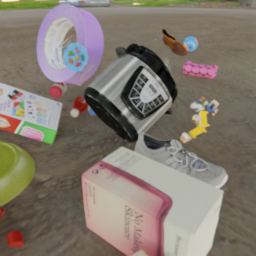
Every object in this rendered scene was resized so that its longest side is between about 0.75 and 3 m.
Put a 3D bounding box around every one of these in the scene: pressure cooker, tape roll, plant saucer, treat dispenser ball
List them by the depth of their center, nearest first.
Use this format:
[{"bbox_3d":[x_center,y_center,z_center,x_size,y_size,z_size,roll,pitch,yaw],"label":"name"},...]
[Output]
[{"bbox_3d":[-3.925,1.081,7.085,2.964,0.460,2.964,0,28,0],"label":"plant saucer"},{"bbox_3d":[0.199,-1.112,8.337,2.234,2.200,2.501,40,77,23],"label":"pressure cooker"},{"bbox_3d":[-1.941,-2.665,9.119,2.402,2.402,0.788,21,15,33],"label":"tape roll"},{"bbox_3d":[4.187,-5.619,18.774,0.952,0.952,0.952,0,29,0],"label":"treat dispenser ball"}]

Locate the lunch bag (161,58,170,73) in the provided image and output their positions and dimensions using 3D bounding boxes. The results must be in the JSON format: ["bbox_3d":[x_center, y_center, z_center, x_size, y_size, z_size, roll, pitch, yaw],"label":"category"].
[{"bbox_3d":[1.190,-2.245,11.615,0.879,1.058,1.261,7,27,36],"label":"lunch bag"}]

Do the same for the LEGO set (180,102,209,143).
[{"bbox_3d":[2.080,-0.017,8.855,0.711,0.575,1.546,28,63,-3],"label":"LEGO set"}]

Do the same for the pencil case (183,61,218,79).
[{"bbox_3d":[3.645,-2.960,14.186,1.646,0.747,0.771,19,62,31],"label":"pencil case"}]

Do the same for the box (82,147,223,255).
[{"bbox_3d":[0.369,1.548,5.203,2.251,1.439,1.226,21,35,33],"label":"box"}]

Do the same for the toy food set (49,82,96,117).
[{"bbox_3d":[-1.808,-1.247,10.176,2.871,1.371,1.292,24,29,-6],"label":"toy food set"}]

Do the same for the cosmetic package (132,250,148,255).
[{"bbox_3d":[0.511,2.924,3.188,1.391,0.982,2.686,-21,34,-34],"label":"cosmetic package"}]

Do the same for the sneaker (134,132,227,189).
[{"bbox_3d":[1.192,0.813,6.964,2.498,1.024,0.934,14,32,24],"label":"sneaker"}]

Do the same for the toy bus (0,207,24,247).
[{"bbox_3d":[-2.915,1.924,5.124,1.589,0.870,1.684,45,11,15],"label":"toy bus"}]

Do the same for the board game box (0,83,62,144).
[{"bbox_3d":[-3.490,-0.572,8.931,2.572,0.519,1.968,19,26,-16],"label":"board game box"}]

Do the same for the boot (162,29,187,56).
[{"bbox_3d":[1.367,-2.486,8.138,0.885,0.322,0.940,44,7,4],"label":"boot"}]

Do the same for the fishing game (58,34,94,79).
[{"bbox_3d":[-1.582,-2.070,8.230,0.859,1.200,0.187,-31,-1,24],"label":"fishing game"}]

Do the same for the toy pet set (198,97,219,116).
[{"bbox_3d":[3.005,-0.778,10.491,0.726,0.413,0.778,-27,66,-39],"label":"toy pet set"}]
